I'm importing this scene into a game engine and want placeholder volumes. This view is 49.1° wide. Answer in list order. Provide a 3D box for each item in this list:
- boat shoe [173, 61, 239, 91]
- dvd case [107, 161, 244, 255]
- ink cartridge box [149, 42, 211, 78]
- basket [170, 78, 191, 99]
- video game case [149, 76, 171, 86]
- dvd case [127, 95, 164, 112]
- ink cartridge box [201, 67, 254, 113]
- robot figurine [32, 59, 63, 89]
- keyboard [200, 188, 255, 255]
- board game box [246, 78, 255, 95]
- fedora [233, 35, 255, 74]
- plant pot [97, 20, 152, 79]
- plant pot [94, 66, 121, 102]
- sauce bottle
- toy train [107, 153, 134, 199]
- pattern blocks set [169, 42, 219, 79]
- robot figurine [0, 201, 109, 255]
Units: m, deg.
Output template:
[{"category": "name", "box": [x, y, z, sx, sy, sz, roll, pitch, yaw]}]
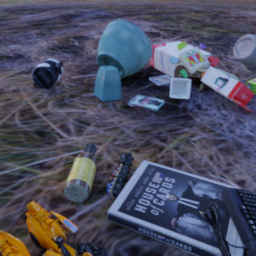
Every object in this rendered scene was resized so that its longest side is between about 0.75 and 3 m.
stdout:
[{"category": "boat shoe", "box": [3.463, -2.103, 12.723, 2.934, 1.084, 1.085, 17, 70, 14]}, {"category": "dvd case", "box": [1.226, 1.774, 6.391, 2.780, 0.344, 2.089, 15, 33, 21]}, {"category": "ink cartridge box", "box": [2.646, -3.636, 14.894, 2.067, 1.199, 2.801, -13, 34, -21]}, {"category": "basket", "box": [2.191, -1.676, 11.837, 0.823, 0.830, 0.668, 5, 13, 7]}, {"category": "video game case", "box": [1.675, -2.337, 13.751, 1.006, 0.116, 0.916, -13, 32, -21]}, {"category": "dvd case", "box": [0.725, -1.013, 11.435, 1.260, 0.139, 0.920, 14, 33, 24]}, {"category": "ink cartridge box", "box": [4.058, -1.518, 11.042, 1.225, 0.709, 2.109, 18, 20, -45]}, {"category": "robot figurine", "box": [-3.728, -2.490, 13.029, 1.367, 1.135, 1.819, 6, 30, 3]}, {"category": "keyboard", "box": [2.402, 2.201, 5.219, 1.775, 0.288, 2.794, 6, 34, -10]}, {"category": "board game box", "box": [6.220, -1.645, 12.221, 0.944, 0.443, 1.859, -23, 37, -34]}, {"category": "fedora", "box": [6.169, -3.947, 14.238, 1.138, 2.230, 2.521, 18, 27, -15]}, {"category": "plant pot", "box": [-0.419, -3.589, 13.802, 2.718, 2.718, 1.821, 19, 62, 29]}, {"category": "plant pot", "box": [-0.839, -1.898, 11.741, 0.897, 1.270, 0.898, -11, 30, -30]}, {"category": "sauce bottle", "box": [-1.157, 1.080, 7.353, 0.624, 0.624, 1.927, 2, 29, 3]}, {"category": "toy train", "box": [-0.216, 1.213, 7.387, 0.403, 0.300, 1.761, -12, 25, 20]}, {"category": "pattern blocks set", "box": [2.868, -2.974, 12.189, 1.939, 0.179, 2.205, 45, 60, 4]}, {"category": "robot figurine", "box": [-1.398, 2.388, 4.971, 2.457, 0.715, 1.782, 23, 39, 34]}]
